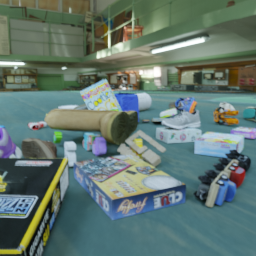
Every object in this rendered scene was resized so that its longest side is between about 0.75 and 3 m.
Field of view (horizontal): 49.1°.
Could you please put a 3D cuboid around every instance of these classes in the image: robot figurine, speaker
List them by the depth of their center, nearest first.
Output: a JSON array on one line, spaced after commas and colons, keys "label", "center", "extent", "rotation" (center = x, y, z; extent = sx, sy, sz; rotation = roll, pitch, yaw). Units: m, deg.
[{"label": "robot figurine", "center": [4.565, -0.534, 13.215], "extent": [0.365, 0.908, 1.253], "rotation": [-18, 17, -42]}, {"label": "speaker", "center": [0.391, -1.638, 18.515], "extent": [1.206, 1.206, 2.970], "rotation": [6, 13, 31]}]

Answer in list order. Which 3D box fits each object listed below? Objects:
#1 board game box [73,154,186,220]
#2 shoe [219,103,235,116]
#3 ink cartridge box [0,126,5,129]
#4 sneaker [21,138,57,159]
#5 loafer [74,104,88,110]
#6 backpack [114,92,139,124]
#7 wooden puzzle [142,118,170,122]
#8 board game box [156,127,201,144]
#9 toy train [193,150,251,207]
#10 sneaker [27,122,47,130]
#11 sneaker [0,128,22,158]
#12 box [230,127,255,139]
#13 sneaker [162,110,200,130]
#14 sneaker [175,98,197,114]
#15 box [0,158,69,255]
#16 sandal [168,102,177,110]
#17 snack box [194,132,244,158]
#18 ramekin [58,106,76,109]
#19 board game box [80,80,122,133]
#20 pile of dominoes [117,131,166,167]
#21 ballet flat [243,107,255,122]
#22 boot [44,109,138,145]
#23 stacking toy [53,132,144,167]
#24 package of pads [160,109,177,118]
[{"label": "board game box", "center": [-0.098, 1.084, 5.789], "extent": [1.503, 0.384, 2.218], "rotation": [-5, 12, -26]}, {"label": "shoe", "center": [6.277, -1.261, 17.749], "extent": [0.957, 0.730, 2.737], "rotation": [4, 11, 19]}, {"label": "ink cartridge box", "center": [-4.418, 0.451, 8.232], "extent": [1.281, 0.751, 1.749], "rotation": [-4, 8, -13]}, {"label": "sneaker", "center": [-2.208, 0.597, 7.496], "extent": [0.800, 0.746, 2.117], "rotation": [-5, 12, -35]}, {"label": "loafer", "center": [-1.781, -1.145, 15.047], "extent": [2.660, 1.000, 0.927], "rotation": [-13, 33, -16]}, {"label": "backpack", "center": [-0.536, -1.011, 13.906], "extent": [1.607, 1.557, 1.916], "rotation": [0, 8, -31]}, {"label": "wooden puzzle", "center": [1.859, -0.397, 13.914], "extent": [2.321, 0.163, 1.377], "rotation": [0, 0, 1]}, {"label": "board game box", "center": [1.844, 0.240, 10.337], "extent": [1.359, 0.437, 1.003], "rotation": [-2, 10, -19]}, {"label": "toy train", "center": [2.151, 1.017, 6.022], "extent": [0.676, 0.504, 2.952], "rotation": [21, 19, 29]}, {"label": "sneaker", "center": [-3.988, -0.070, 12.522], "extent": [0.892, 0.298, 0.478], "rotation": [-2, 19, -39]}, {"label": "sneaker", "center": [-3.197, 0.654, 5.758], "extent": [0.863, 0.949, 2.146], "rotation": [10, 31, 22]}, {"label": "box", "center": [4.659, 0.186, 11.000], "extent": [0.868, 0.248, 1.269], "rotation": [7, 10, 38]}, {"label": "sneaker", "center": [1.950, -0.342, 10.401], "extent": [1.694, 0.694, 0.633], "rotation": [-5, 12, -31]}, {"label": "sneaker", "center": [3.464, -1.474, 17.228], "extent": [1.132, 1.087, 2.885], "rotation": [20, 9, 3]}, {"label": "box", "center": [-2.363, 1.134, 3.923], "extent": [2.664, 0.657, 2.127], "rotation": [0, 22, 1]}, {"label": "sandal", "center": [3.545, -1.644, 19.715], "extent": [1.728, 0.706, 0.472], "rotation": [-3, 4, 38]}, {"label": "snack box", "center": [2.847, 0.509, 8.690], "extent": [1.216, 0.488, 1.442], "rotation": [5, 10, 29]}, {"label": "ramekin", "center": [-3.249, -0.886, 15.933], "extent": [1.386, 0.646, 1.386], "rotation": [1, 11, 0]}, {"label": "board game box", "center": [-0.877, -0.730, 10.695], "extent": [1.035, 1.973, 1.016], "rotation": [-26, 9, 6]}, {"label": "pile of dominoes", "center": [0.336, 0.638, 7.446], "extent": [0.940, 0.192, 1.206], "rotation": [-34, 43, -18]}, {"label": "ballet flat", "center": [6.756, -0.657, 14.159], "extent": [0.944, 0.944, 2.718], "rotation": [0, 11, 0]}, {"label": "boot", "center": [-1.314, -0.119, 8.641], "extent": [2.803, 0.927, 2.454], "rotation": [4, 6, 17]}, {"label": "stacking toy", "center": [-1.038, 0.519, 8.505], "extent": [2.092, 0.652, 2.775], "rotation": [-3, 8, -23]}, {"label": "package of pads", "center": [2.279, -0.822, 15.851], "extent": [0.934, 0.319, 0.722], "rotation": [-16, 6, 15]}]
